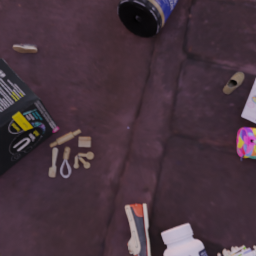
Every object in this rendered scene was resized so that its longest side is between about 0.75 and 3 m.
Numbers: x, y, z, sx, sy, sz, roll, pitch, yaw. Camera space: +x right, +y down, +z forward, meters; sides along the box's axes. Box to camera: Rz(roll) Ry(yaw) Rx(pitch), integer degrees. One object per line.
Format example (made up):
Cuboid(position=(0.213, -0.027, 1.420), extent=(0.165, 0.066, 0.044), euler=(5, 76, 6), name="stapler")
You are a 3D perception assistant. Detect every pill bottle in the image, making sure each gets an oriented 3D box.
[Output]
Cuboid(position=(0.991, -4.792, 9.812), extent=(1.664, 1.664, 2.975), euler=(26, 72, 10), name="pill bottle")
Cuboid(position=(1.521, 3.471, 7.005), extent=(1.056, 1.056, 1.901), euler=(-17, 70, -6), name="pill bottle")

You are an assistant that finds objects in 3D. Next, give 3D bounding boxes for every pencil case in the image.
Cuboid(position=(4.353, 0.521, 8.186), extent=(2.296, 1.015, 1.015), euler=(3, 69, 1), name="pencil case")

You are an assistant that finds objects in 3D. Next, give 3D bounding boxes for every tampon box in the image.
Cuboid(position=(-3.740, -0.040, 7.777), extent=(2.760, 2.068, 1.742), euler=(-42, 72, -14), name="tampon box")

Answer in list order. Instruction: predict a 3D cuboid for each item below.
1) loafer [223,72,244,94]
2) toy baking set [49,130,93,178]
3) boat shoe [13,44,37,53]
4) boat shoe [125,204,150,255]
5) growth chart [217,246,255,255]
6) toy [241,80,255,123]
Cuboid(position=(3.545, -1.511, 9.283), extent=(0.373, 0.331, 0.982), euler=(38, 74, 13), name="loafer")
Cuboid(position=(-1.746, 0.797, 8.280), extent=(1.555, 0.181, 1.194), euler=(-23, 91, -8), name="toy baking set")
Cuboid(position=(-3.598, -2.813, 9.813), extent=(0.822, 0.296, 0.266), euler=(4, 63, -2), name="boat shoe")
Cuboid(position=(0.270, 2.984, 7.402), extent=(0.600, 0.682, 1.916), euler=(-4, 67, 0), name="boat shoe")
Cuboid(position=(3.039, 3.590, 7.474), extent=(1.156, 0.102, 0.836), euler=(-12, 69, -4), name="growth chart")
Cuboid(position=(4.320, -0.744, 8.951), extent=(1.029, 0.422, 1.787), euler=(25, 66, 13), name="toy")
